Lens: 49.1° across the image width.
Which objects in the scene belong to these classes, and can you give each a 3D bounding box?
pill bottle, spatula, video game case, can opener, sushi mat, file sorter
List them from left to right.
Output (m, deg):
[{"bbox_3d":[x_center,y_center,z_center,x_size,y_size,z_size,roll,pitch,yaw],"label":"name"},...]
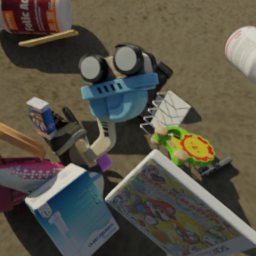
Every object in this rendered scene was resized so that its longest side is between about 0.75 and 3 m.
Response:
[{"bbox_3d":[-3.586,-4.196,9.969,2.882,1.645,1.645,2,60,1],"label":"pill bottle"},{"bbox_3d":[-2.180,-2.489,7.824,1.561,0.747,0.094,-13,102,3],"label":"sushi mat"},{"bbox_3d":[-1.279,0.271,7.917,0.646,0.235,2.285,-41,70,16],"label":"spatula"},{"bbox_3d":[0.974,-0.303,7.723,0.726,1.165,0.809,-10,46,-48],"label":"file sorter"},{"bbox_3d":[0.842,1.686,5.341,2.291,2.085,0.262,40,46,2],"label":"video game case"},{"bbox_3d":[2.375,1.023,7.702,0.975,0.260,0.326,-26,66,-14],"label":"can opener"},{"bbox_3d":[3.263,-1.689,6.869,1.095,1.095,1.931,-6,35,-3],"label":"pill bottle"}]

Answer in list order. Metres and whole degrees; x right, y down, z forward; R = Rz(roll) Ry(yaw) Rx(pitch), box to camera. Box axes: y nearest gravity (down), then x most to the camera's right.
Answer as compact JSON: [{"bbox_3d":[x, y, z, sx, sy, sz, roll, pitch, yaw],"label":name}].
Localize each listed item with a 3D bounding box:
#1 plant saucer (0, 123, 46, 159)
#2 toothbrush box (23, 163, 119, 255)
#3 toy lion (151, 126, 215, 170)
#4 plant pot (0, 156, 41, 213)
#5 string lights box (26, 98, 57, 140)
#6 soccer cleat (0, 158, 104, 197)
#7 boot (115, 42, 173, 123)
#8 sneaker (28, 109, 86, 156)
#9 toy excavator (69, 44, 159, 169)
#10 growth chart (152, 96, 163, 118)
[{"bbox_3d":[-2.652,0.136,6.188,1.863,1.863,0.301,24,78,14],"label":"plant saucer"},{"bbox_3d":[-1.158,1.859,5.983,1.271,1.736,0.740,-38,26,-26],"label":"toothbrush box"},{"bbox_3d":[1.106,0.343,5.381,0.993,0.356,1.036,-13,50,-31],"label":"toy lion"},{"bbox_3d":[-2.765,1.298,7.030,1.238,1.383,1.383,-12,59,-26],"label":"plant pot"},{"bbox_3d":[-1.904,-0.199,6.238,0.452,0.879,0.259,22,47,28],"label":"string lights box"},{"bbox_3d":[-1.675,1.410,6.473,2.719,0.950,1.174,11,62,-38],"label":"soccer cleat"},{"bbox_3d":[0.161,-1.358,8.455,2.154,0.746,1.875,31,86,1],"label":"boot"},{"bbox_3d":[-1.894,-0.030,6.997,0.859,2.297,1.220,-42,104,-24],"label":"sneaker"},{"bbox_3d":[-0.450,-0.395,6.928,2.640,1.356,2.715,-9,93,22],"label":"toy excavator"},{"bbox_3d":[0.809,-0.698,8.842,0.633,0.078,0.875,34,65,19],"label":"growth chart"}]
